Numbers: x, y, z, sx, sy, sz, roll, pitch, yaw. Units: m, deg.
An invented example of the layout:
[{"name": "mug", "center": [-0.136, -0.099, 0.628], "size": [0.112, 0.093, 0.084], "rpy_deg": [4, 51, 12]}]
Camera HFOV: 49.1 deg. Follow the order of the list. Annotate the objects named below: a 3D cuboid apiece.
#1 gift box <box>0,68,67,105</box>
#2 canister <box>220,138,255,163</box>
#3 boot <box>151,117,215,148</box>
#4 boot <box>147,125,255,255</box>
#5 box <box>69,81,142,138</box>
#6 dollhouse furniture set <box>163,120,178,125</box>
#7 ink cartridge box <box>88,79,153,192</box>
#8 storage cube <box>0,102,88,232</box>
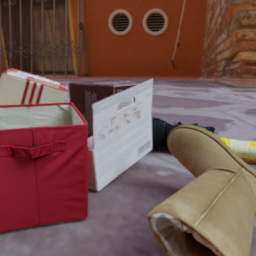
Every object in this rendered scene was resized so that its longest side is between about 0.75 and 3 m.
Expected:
[{"name": "gift box", "center": [-3.176, -0.538, 8.585], "size": [2.271, 2.121, 2.096], "rpy_deg": [15, 12, -13]}, {"name": "canister", "center": [3.050, 0.615, 7.489], "size": [1.161, 0.502, 0.862], "rpy_deg": [5, 14, 14]}, {"name": "boot", "center": [1.184, 0.330, 7.969], "size": [2.093, 0.945, 2.554], "rpy_deg": [14, 19, 29]}, {"name": "boot", "center": [1.071, 0.888, 4.392], "size": [2.253, 0.851, 2.572], "rpy_deg": [34, 28, 25]}, {"name": "box", "center": [-0.650, -0.683, 9.914], "size": [2.273, 1.886, 1.867], "rpy_deg": [11, 18, 40]}, {"name": "dollhouse furniture set", "center": [1.714, 0.013, 10.055], "size": [1.218, 0.470, 0.609], "rpy_deg": [11, 18, 38]}, {"name": "ink cartridge box", "center": [-0.190, 0.043, 6.144], "size": [0.480, 1.892, 2.147], "rpy_deg": [15, 29, 32]}, {"name": "storage cube", "center": [-1.618, 0.558, 4.839], "size": [1.598, 1.681, 1.870], "rpy_deg": [-4, 19, -19]}]
